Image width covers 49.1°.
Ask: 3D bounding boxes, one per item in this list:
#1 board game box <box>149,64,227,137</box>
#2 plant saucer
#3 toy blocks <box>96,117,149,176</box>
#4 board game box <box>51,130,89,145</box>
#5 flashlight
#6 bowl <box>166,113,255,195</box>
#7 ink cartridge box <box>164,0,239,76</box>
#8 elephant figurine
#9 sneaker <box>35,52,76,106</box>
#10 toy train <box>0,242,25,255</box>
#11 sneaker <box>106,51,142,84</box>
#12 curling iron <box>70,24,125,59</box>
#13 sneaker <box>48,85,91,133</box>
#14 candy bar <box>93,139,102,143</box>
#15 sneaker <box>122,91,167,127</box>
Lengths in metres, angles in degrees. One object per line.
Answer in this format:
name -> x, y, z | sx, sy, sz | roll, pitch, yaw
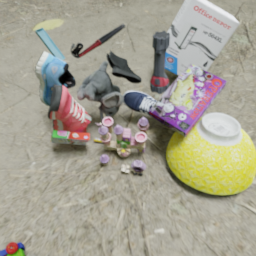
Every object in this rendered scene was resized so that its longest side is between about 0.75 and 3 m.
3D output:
board game box -> 1.880, -0.935, 8.824 | 1.384, 0.372, 2.306 | 34, 70, 19
plant saucer -> -3.533, -3.737, 12.689 | 0.157, 1.656, 0.579 | -27, 17, 31
toy blocks -> -0.175, 0.395, 9.034 | 1.635, 1.473, 1.749 | 5, 60, 7
board game box -> -1.975, 0.348, 9.466 | 1.187, 0.909, 0.239 | 6, 75, -19
flashlight -> 1.191, -2.364, 10.269 | 0.774, 2.277, 0.771 | -18, 42, -19
bowl -> 2.786, 0.488, 8.963 | 2.955, 1.590, 2.955 | 3, 38, -2
ink cartridge box -> 2.757, -3.670, 11.732 | 2.161, 2.960, 1.248 | 24, 32, -10
elephant figurine -> -0.742, -1.037, 9.951 | 1.501, 1.934, 1.368 | -22, 39, 46
sneaker -> -2.435, -1.449, 9.829 | 1.164, 2.589, 1.015 | 16, 63, 2
toy train -> -3.285, 3.565, 6.789 | 1.654, 0.700, 0.957 | -20, 62, -19
sneaker -> -0.106, -1.968, 9.197 | 1.342, 0.403, 0.700 | 14, 70, -29
curling iron -> -1.225, -3.427, 11.024 | 2.471, 0.613, 0.316 | -22, 51, 14
sneaker -> -1.862, -0.541, 9.323 | 1.287, 2.967, 1.094 | 7, 70, -6
candy bar -> -0.815, 0.511, 10.138 | 0.923, 0.102, 0.230 | 10, 16, 10
sneaker -> 0.880, -0.699, 10.077 | 2.233, 0.783, 1.211 | 25, 4, -11
